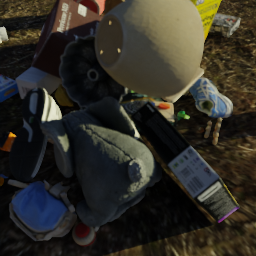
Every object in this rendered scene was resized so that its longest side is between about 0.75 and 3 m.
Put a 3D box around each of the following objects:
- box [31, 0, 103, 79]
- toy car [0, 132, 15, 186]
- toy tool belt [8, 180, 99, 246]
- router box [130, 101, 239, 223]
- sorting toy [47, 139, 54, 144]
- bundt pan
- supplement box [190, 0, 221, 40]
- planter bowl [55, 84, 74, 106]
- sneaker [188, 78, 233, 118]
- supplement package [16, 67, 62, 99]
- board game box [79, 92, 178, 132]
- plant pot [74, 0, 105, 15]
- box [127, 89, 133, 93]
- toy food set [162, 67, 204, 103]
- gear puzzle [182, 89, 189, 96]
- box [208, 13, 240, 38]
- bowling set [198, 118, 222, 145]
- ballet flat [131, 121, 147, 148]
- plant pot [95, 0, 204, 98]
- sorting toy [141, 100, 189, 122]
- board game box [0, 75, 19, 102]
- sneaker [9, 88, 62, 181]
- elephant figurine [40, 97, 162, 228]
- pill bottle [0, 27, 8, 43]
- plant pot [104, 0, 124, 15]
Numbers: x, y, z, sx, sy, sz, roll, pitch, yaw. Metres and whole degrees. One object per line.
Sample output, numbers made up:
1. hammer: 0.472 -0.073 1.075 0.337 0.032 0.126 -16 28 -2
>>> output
1. box: -1.633 -2.595 8.891 2.086 1.713 1.731 20 55 -29
2. toy car: -3.128 0.807 7.010 0.516 0.760 1.550 32 51 -31
3. toy tool belt: -1.480 1.581 5.347 1.774 1.090 1.108 20 55 23
4. router box: 1.154 0.688 5.896 0.604 1.765 2.366 -40 48 4
5. sorting toy: -1.690 0.024 7.816 1.835 0.246 1.367 24 42 22
6. bundt pan: -0.805 -1.514 7.633 2.030 2.030 0.762 13 26 15
7. supplement box: 2.301 -4.483 10.879 1.542 2.834 1.552 -29 65 -21
8. planter bowl: -2.050 -0.943 8.735 0.335 0.805 0.805 -31 45 -2
9. sneaker: 2.371 -0.980 8.668 0.738 0.725 1.915 -11 40 -24
10. supplement package: -2.923 -1.552 9.327 0.786 0.789 1.344 14 43 16
11. board game box: -0.046 -0.469 8.191 2.488 0.350 1.683 -8 38 -19
12. plant pot: -2.008 -6.582 14.643 1.843 1.843 1.631 2 50 3
13. box: 0.709 -2.611 8.844 0.525 2.889 2.085 31 43 18
14. toy food set: 1.405 -2.313 7.627 0.817 2.706 1.942 17 47 38
15. gear puzzle: 1.583 -1.234 9.467 0.912 0.119 0.473 11 35 19
16. box: 4.269 -5.154 13.789 2.000 0.498 1.577 22 45 24
17. bowling set: 2.252 0.034 7.738 0.569 0.439 0.818 12 41 13
18. ballet flat: -0.286 0.023 6.911 1.842 0.630 0.626 28 41 2
19. plant pot: 0.165 -1.400 4.755 1.223 1.822 1.822 -8 38 -37
20. sorting toy: 1.030 -0.497 7.891 1.338 0.197 0.989 5 36 2
21. board game box: -4.579 -1.283 9.339 1.298 0.371 1.326 24 46 26
22. sneaker: -1.836 0.236 6.168 0.756 1.153 2.004 -2 69 19
23. elephant figurine: -0.837 0.345 5.724 2.914 2.260 2.062 50 23 19
24. pill bottle: -6.008 -4.041 12.294 1.251 0.749 0.749 -16 43 -18
25. plant pot: -0.320 -4.698 11.948 0.271 1.975 1.975 -36 51 -22
